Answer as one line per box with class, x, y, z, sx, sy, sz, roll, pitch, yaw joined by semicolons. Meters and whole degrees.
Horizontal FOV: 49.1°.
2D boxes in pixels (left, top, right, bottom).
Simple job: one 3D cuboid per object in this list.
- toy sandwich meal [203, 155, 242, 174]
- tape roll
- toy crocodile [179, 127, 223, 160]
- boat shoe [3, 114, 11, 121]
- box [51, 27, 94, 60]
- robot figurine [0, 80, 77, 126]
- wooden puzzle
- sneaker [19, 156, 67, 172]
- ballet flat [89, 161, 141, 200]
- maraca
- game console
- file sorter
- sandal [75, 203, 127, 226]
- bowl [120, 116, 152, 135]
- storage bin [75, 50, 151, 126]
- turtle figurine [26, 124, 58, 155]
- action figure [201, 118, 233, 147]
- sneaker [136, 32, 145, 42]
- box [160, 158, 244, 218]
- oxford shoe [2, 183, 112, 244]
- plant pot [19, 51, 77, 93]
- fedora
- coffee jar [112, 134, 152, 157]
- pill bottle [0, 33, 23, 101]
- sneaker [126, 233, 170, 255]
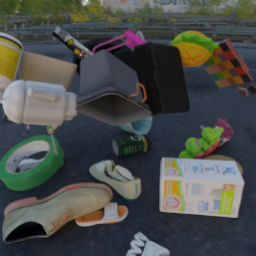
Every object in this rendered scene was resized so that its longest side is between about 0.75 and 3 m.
toy sandwich meal;3.093;1.421;9.443;1.504;0.515;1.504;-1;27;1
tape roll;-3.199;1.097;9.257;2.095;0.504;2.095;-13;35;9
toy crocodile;2.698;0.742;10.239;2.778;0.938;0.858;-28;58;-38
boat shoe;-6.122;-0.779;14.396;0.466;0.503;1.364;9;31;-14
box;-1.392;-2.264;8.368;1.746;0.348;1.195;43;8;34
robot figurine;-2.178;-0.584;6.782;1.815;1.025;1.539;4;-19;-26
wooden puzzle;3.528;-2.295;10.362;0.207;2.947;1.748;-45;16;-15
sneaker;-2.898;1.342;9.578;1.602;0.592;0.635;-12;35;-11
ballet flat;-0.456;1.457;8.964;0.803;0.803;2.312;-21;31;-39
maraca;2.118;-2.634;9.168;1.424;1.111;2.077;13;0;-2
game console;0.720;-1.373;8.521;1.859;2.114;1.230;-12;-6;20
file sorter;0.027;-1.901;10.084;1.743;1.932;2.780;-25;42;-10
sandal;-0.693;2.281;7.517;1.431;0.410;0.548;-7;25;-17
bowl;0.172;-0.550;12.613;0.976;1.866;1.866;-7;15;38
storage bin;-0.320;-1.007;6.960;1.410;1.301;1.938;-18;-20;28
turtle figurine;-2.581;-0.421;8.148;1.714;1.767;1.272;26;3;40
action figure;3.489;0.334;11.506;1.589;1.183;1.065;-36;70;-14
sneaker;0.569;-3.585;11.894;0.372;0.995;0.408;-7;25;24
box;1.970;1.656;7.949;2.136;1.201;1.082;3;24;7
oxford shoe;-1.710;2.206;7.036;2.805;0.993;1.035;-17;31;-3
plant pot;-3.183;-1.672;10.818;2.000;1.773;2.002;13;1;-13
fedora;-1.004;-3.204;12.968;2.976;2.976;1.359;4;48;9
coffee jar;0.163;0.670;10.921;1.461;0.623;0.762;-9;25;-18
pill bottle;-4.053;-1.838;8.718;1.112;1.985;1.112;9;-13;2
sneaker;0.201;3.024;5.445;0.905;0.839;2.234;17;29;16
